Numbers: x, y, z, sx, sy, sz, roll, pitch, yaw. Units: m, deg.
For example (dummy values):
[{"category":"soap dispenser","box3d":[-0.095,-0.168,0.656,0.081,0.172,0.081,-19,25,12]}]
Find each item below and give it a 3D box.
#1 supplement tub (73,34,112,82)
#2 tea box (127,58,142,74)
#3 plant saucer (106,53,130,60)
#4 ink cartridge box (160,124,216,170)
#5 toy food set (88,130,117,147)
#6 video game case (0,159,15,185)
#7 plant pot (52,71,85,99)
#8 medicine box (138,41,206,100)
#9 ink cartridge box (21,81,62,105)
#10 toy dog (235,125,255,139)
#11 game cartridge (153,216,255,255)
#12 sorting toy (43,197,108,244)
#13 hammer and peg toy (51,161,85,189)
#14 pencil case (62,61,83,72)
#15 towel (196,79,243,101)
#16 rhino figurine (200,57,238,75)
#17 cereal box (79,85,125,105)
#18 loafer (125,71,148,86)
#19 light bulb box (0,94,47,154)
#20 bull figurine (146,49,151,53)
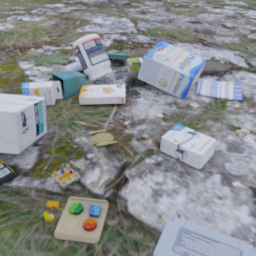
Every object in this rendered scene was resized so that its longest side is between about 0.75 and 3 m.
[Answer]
[{"category":"supplement tub","box3d":[-1.737,-3.462,13.923,1.407,2.005,1.407,-23,8,3]},{"category":"tea box","box3d":[0.411,-3.384,15.316,0.849,0.577,0.863,-5,36,-10]},{"category":"plant saucer","box3d":[-0.698,-4.185,16.367,1.638,0.294,1.638,4,18,-1]},{"category":"ink cartridge box","box3d":[2.069,0.611,9.713,1.539,0.661,1.127,24,41,31]},{"category":"toy food set","box3d":[-0.953,0.432,10.369,0.839,0.244,1.215,-9,26,-20]},{"category":"video game case","box3d":[-4.722,1.538,8.804,1.560,0.220,1.726,28,45,33]},{"category":"plant pot","box3d":[-2.759,-2.165,13.349,0.964,0.964,1.364,30,41,35]},{"category":"medicine box","box3d":[2.133,-2.840,13.525,2.506,1.290,2.282,27,42,12]},{"category":"ink cartridge box","box3d":[-3.785,-1.510,12.407,1.607,0.925,0.545,-5,35,-6]},{"category":"toy dog","box3d":[4.176,0.065,9.885,0.855,0.412,0.564,-26,27,-25]},{"category":"game cartridge","box3d":[1.788,3.054,6.549,2.242,0.454,1.495,16,35,21]},{"category":"sorting toy","box3d":[-1.497,2.398,7.587,1.742,0.233,1.298,5,36,6]},{"category":"hammer and peg toy","box3d":[-1.849,1.456,8.821,0.941,0.332,0.692,-27,44,-37]},{"category":"pencil case","box3d":[-2.925,-3.203,15.128,1.244,0.517,0.564,-31,54,-35]},{"category":"towel","box3d":[4.384,-1.868,13.500,2.134,0.254,1.567,10,38,13]},{"category":"rhino figurine","box3d":[4.606,-3.299,15.021,2.715,0.812,1.187,-1,34,-6]},{"category":"cereal box","box3d":[-1.146,-1.545,12.801,2.039,0.403,1.467,-2,29,-1]},{"category":"loafer","box3d":[0.748,-2.457,14.006,1.884,0.677,0.593,-21,47,-29]},{"category":"light bulb box","box3d":[-4.333,-0.247,9.726,2.273,1.431,2.293,5,18,7]},{"category":"bull figurine","box3d":[1.591,-4.814,17.538,0.929,0.303,0.564,-10,39,-12]}]
